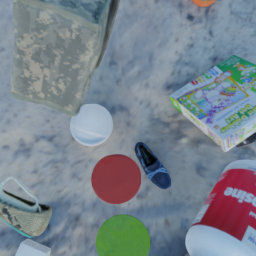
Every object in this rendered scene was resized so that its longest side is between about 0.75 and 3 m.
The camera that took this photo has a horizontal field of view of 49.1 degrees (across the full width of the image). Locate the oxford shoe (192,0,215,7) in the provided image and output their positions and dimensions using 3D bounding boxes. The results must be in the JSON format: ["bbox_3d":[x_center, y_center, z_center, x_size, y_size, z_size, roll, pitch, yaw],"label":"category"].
[{"bbox_3d":[1.831,-5.100,8.123,1.066,1.086,2.994,-28,81,-5],"label":"oxford shoe"}]

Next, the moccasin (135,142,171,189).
[{"bbox_3d":[0.602,1.019,7.382,0.577,0.489,1.434,-39,83,-6],"label":"moccasin"}]

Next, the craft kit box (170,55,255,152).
[{"bbox_3d":[2.570,-0.751,7.049,2.241,0.544,2.213,-34,45,-6],"label":"craft kit box"}]

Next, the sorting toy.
[{"bbox_3d":[-0.109,1.850,5.239,0.929,0.922,2.678,-7,82,-1],"label":"sorting toy"}]

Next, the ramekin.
[{"bbox_3d":[-0.963,-0.048,7.547,1.128,0.525,1.128,0,80,0],"label":"ramekin"}]

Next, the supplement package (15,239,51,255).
[{"bbox_3d":[-2.468,3.368,6.972,0.702,0.499,0.901,22,80,3],"label":"supplement package"}]

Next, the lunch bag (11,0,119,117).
[{"bbox_3d":[-1.061,-1.805,5.154,1.444,2.015,2.456,17,47,-10],"label":"lunch bag"}]

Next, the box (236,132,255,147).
[{"bbox_3d":[3.330,-0.290,7.434,1.459,0.837,0.964,-33,80,-6],"label":"box"}]

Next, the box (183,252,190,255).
[{"bbox_3d":[1.480,4.540,6.436,2.678,1.153,2.193,-42,83,-6],"label":"box"}]

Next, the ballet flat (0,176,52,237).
[{"bbox_3d":[-2.574,1.271,5.456,2.385,0.809,0.898,31,94,-14],"label":"ballet flat"}]

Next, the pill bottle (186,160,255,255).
[{"bbox_3d":[1.741,1.683,4.541,1.256,1.256,2.238,39,58,6],"label":"pill bottle"}]
